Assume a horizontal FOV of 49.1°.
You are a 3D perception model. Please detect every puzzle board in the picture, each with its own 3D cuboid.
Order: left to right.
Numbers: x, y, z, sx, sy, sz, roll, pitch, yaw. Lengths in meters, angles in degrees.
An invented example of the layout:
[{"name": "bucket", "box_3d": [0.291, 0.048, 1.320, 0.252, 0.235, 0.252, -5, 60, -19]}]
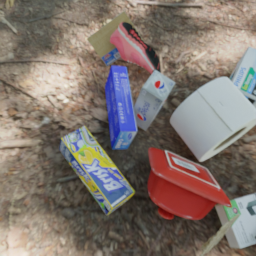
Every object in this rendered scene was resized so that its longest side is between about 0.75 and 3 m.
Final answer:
[{"name": "puzzle board", "box_3d": [-0.555, -3.775, 12.009, 1.971, 1.485, 0.171, -32, 27, 14]}]

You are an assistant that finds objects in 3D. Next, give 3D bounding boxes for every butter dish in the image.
[{"name": "butter dish", "box_3d": [1.517, 2.005, 8.754, 2.497, 2.491, 1.846, 24, 103, -4]}]

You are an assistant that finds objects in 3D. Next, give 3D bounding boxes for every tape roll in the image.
[{"name": "tape roll", "box_3d": [2.945, -0.262, 9.612, 2.537, 2.537, 1.742, -28, 69, -15]}]

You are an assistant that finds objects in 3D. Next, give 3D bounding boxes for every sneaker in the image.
[{"name": "sneaker", "box_3d": [0.307, -3.091, 11.670, 2.611, 1.132, 0.962, 47, 37, -17]}]

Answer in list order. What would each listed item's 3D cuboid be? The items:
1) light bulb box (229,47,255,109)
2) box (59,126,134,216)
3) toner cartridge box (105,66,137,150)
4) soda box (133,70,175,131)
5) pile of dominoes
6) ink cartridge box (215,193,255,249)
[{"name": "light bulb box", "box_3d": [5.153, -1.526, 10.939, 2.359, 1.472, 2.338, 27, 63, 10]}, {"name": "box", "box_3d": [-1.093, 1.396, 9.344, 0.997, 0.915, 2.846, -31, 73, -30]}, {"name": "toner cartridge box", "box_3d": [-0.335, -0.789, 10.600, 0.631, 1.389, 2.923, 0, 60, -16]}, {"name": "soda box", "box_3d": [0.776, -0.879, 9.954, 0.819, 2.581, 0.881, 33, 67, 5]}, {"name": "pile of dominoes", "box_3d": [2.369, 2.823, 7.478, 1.013, 1.299, 0.207, -2, 35, -48]}, {"name": "ink cartridge box", "box_3d": [3.948, 2.823, 8.832, 1.883, 0.791, 1.374, -14, 70, -8]}]
